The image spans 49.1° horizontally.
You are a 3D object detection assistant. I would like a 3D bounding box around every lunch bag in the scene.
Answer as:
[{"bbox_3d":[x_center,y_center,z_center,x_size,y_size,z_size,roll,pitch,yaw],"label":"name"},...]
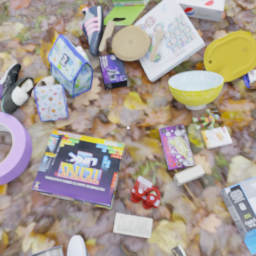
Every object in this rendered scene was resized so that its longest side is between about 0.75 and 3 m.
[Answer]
[{"bbox_3d":[-2.168,-2.345,10.698,1.201,1.884,1.602,-34,72,-31],"label":"lunch bag"},{"bbox_3d":[-2.894,-0.925,10.626,1.115,0.812,1.311,-10,109,-8],"label":"lunch bag"}]

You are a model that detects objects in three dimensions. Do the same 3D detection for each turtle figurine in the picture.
[{"bbox_3d":[2.949,-0.283,10.503,0.952,0.706,0.981,-19,26,11],"label":"turtle figurine"}]

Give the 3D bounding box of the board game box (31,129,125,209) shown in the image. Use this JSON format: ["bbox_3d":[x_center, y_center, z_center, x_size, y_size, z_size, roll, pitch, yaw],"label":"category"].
[{"bbox_3d":[-1.653,1.409,9.808,2.703,0.766,2.234,11,65,4],"label":"board game box"}]

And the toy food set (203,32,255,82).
[{"bbox_3d":[4.335,-2.965,11.647,2.974,0.971,1.750,-25,94,-8],"label":"toy food set"}]

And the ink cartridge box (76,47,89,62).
[{"bbox_3d":[-2.089,-3.003,11.870,0.549,0.317,0.755,-28,67,-10],"label":"ink cartridge box"}]

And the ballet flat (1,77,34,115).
[{"bbox_3d":[-4.083,-1.336,10.532,0.699,0.694,2.043,-18,40,21],"label":"ballet flat"}]

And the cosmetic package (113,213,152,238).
[{"bbox_3d":[0.158,3.223,9.226,1.203,0.525,0.622,10,70,3],"label":"cosmetic package"}]

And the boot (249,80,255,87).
[{"bbox_3d":[5.399,-1.595,11.217,0.979,0.760,0.375,-20,25,6],"label":"boot"}]

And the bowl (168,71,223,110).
[{"bbox_3d":[2.565,-1.324,10.660,1.984,1.068,1.984,-6,29,4],"label":"bowl"}]

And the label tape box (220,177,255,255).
[{"bbox_3d":[4.305,2.813,9.278,1.563,0.721,2.182,-20,68,-6],"label":"label tape box"}]

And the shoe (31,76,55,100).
[{"bbox_3d":[-3.387,-1.663,11.249,0.456,0.348,1.305,29,59,7],"label":"shoe"}]

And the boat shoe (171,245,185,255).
[{"bbox_3d":[1.768,4.312,8.869,0.337,0.399,1.118,-25,63,-7],"label":"boat shoe"}]

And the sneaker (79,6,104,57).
[{"bbox_3d":[-1.626,-4.128,12.086,1.013,0.866,2.469,0,68,6],"label":"sneaker"}]

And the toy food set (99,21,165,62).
[{"bbox_3d":[0.145,-3.445,11.464,2.432,0.488,1.679,16,78,14],"label":"toy food set"}]

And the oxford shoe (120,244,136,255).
[{"bbox_3d":[0.086,4.039,8.948,0.364,0.314,0.863,-43,71,-2],"label":"oxford shoe"}]

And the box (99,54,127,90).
[{"bbox_3d":[-0.625,-2.315,11.511,0.954,0.533,1.351,-11,68,-7],"label":"box"}]

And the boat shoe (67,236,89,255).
[{"bbox_3d":[-1.353,4.397,8.679,0.729,0.689,2.032,-30,62,31],"label":"boat shoe"}]

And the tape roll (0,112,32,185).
[{"bbox_3d":[-4.853,0.741,10.083,2.559,0.839,2.559,0,68,1],"label":"tape roll"}]

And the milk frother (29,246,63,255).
[{"bbox_3d":[-1.747,4.560,8.020,2.440,2.202,2.295,-8,67,-29],"label":"milk frother"}]

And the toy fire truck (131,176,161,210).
[{"bbox_3d":[0.648,2.221,9.622,1.073,0.602,0.901,28,50,6],"label":"toy fire truck"}]

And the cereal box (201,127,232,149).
[{"bbox_3d":[3.315,0.377,10.554,0.973,0.192,0.700,-12,63,-4],"label":"cereal box"}]

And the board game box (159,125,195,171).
[{"bbox_3d":[1.794,0.709,10.432,0.972,0.262,1.620,-12,68,0],"label":"board game box"}]

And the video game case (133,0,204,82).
[{"bbox_3d":[1.372,-3.641,11.385,2.476,0.322,2.720,-33,67,22],"label":"video game case"}]

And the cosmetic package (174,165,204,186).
[{"bbox_3d":[2.136,1.679,9.875,0.972,0.503,0.355,-21,69,-9],"label":"cosmetic package"}]

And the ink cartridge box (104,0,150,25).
[{"bbox_3d":[-0.106,-5.734,12.270,1.916,0.982,2.593,17,66,37],"label":"ink cartridge box"}]

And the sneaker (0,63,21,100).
[{"bbox_3d":[-4.681,-1.831,11.311,0.705,0.610,1.611,30,81,9],"label":"sneaker"}]

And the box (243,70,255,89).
[{"bbox_3d":[5.432,-2.024,11.530,1.266,0.262,0.753,-5,69,-4],"label":"box"}]

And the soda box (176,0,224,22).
[{"bbox_3d":[3.174,-5.527,12.724,2.204,0.702,0.751,13,68,5],"label":"soda box"}]
